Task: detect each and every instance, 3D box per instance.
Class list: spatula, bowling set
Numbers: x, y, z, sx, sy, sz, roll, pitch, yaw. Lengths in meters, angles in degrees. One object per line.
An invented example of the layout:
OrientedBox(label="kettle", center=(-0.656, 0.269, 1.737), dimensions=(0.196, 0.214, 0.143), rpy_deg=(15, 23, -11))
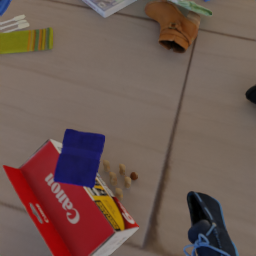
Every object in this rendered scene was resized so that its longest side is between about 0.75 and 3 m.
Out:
OrientedBox(label="spatula", center=(-4.452, -3.953, 10.745), dimensions=(1.187, 0.095, 0.825), rpy_deg=(-24, 63, -13))
OrientedBox(label="bowling set", center=(-0.147, 1.245, 7.392), dimensions=(0.817, 0.630, 1.174), rpy_deg=(-24, 63, -13))

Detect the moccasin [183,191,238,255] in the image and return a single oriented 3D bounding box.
OrientedBox(label="moccasin", center=(1.275, 1.872, 4.753), dimensions=(0.663, 0.783, 1.945), rpy_deg=(29, 22, -10))

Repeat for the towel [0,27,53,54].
OrientedBox(label="towel", center=(-3.972, -3.166, 10.214), dimensions=(2.422, 0.219, 1.042), rpy_deg=(-7, 59, -4))

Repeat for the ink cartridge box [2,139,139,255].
OrientedBox(label="ink cartridge box", center=(-1.176, 1.565, 6.171), dimensions=(1.060, 2.220, 2.529), rpy_deg=(-43, 67, 3))

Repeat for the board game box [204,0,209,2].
OrientedBox(label="board game box", center=(3.277, -6.232, 11.887), dimensions=(1.386, 0.410, 1.822), rpy_deg=(-29, 64, -16))

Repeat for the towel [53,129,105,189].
OrientedBox(label="towel", center=(-0.778, 0.491, 4.531), dimensions=(0.675, 0.226, 0.914), rpy_deg=(10, 66, 1))

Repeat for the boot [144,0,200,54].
OrientedBox(label="boot", center=(1.398, -3.666, 10.254), dimensions=(2.251, 0.863, 1.748), rpy_deg=(24, 66, 5))

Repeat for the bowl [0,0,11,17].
OrientedBox(label="bowl", center=(-3.335, -3.080, 6.855), dimensions=(0.236, 1.204, 1.204), rpy_deg=(39, 64, -8))

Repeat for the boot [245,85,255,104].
OrientedBox(label="boot", center=(4.661, -0.429, 8.267), dimensions=(2.059, 0.786, 1.730), rpy_deg=(6, 56, -4))

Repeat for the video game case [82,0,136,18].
OrientedBox(label="video game case", center=(-0.721, -5.872, 11.741), dimensions=(2.651, 0.305, 2.416), rpy_deg=(-38, 66, -20))

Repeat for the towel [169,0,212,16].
OrientedBox(label="towel", center=(1.671, -4.960, 10.547), dimensions=(2.743, 0.321, 2.092), rpy_deg=(36, 29, 23))
